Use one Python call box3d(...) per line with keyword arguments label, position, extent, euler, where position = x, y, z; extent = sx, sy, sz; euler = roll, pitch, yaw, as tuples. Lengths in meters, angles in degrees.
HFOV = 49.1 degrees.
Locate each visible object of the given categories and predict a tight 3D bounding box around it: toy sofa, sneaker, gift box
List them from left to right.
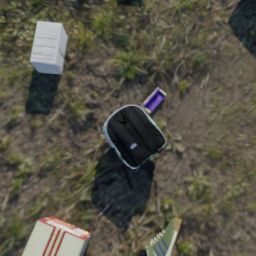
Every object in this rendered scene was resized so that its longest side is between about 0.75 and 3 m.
box3d(label="gift box", position=(-2.367, 4.381, 9.436), extent=(2.148, 1.982, 2.006), euler=(21, 78, 10))
box3d(label="toy sofa", position=(1.034, -1.081, 11.268), extent=(0.436, 0.514, 1.053), euler=(41, 81, 7))
box3d(label="sneaker", position=(1.055, 4.262, 10.050), extent=(1.057, 0.789, 2.354), euler=(19, 73, 15))

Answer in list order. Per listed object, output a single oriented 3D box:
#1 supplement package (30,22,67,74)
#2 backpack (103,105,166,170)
box3d(label="supplement package", position=(-3.196, -3.228, 11.418), extent=(1.041, 1.037, 1.775), euler=(6, 79, 1))
box3d(label="backpack", position=(0.127, 0.267, 10.406), extent=(1.872, 1.588, 2.109), euler=(-37, 94, -10))
